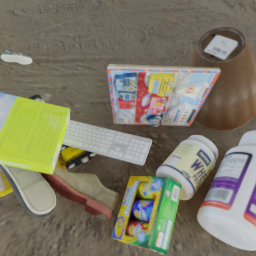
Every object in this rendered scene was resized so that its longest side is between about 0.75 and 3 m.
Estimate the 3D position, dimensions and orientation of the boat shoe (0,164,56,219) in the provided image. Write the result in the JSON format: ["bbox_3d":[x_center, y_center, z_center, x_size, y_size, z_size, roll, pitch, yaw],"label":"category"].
[{"bbox_3d":[-2.622,0.991,6.758,0.906,0.772,2.709,-20,67,-37],"label":"boat shoe"}]

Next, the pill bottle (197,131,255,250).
[{"bbox_3d":[2.745,1.328,6.511,1.410,1.410,2.530,28,63,16],"label":"pill bottle"}]

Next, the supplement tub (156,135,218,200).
[{"bbox_3d":[1.482,0.943,6.918,1.024,1.024,1.412,36,63,20],"label":"supplement tub"}]

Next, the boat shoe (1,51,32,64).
[{"bbox_3d":[-3.733,-2.419,9.450,1.107,0.403,0.342,8,62,11],"label":"boat shoe"}]

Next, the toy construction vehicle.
[{"bbox_3d":[-2.480,0.490,7.481,2.641,0.930,2.299,-30,74,-14],"label":"toy construction vehicle"}]

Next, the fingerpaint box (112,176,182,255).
[{"bbox_3d":[0.405,1.853,6.207,1.244,0.547,1.491,-9,54,49],"label":"fingerpaint box"}]

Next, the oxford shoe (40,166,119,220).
[{"bbox_3d":[-1.175,1.372,6.764,2.050,0.722,0.767,35,57,-1],"label":"oxford shoe"}]

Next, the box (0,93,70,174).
[{"bbox_3d":[-2.829,-0.004,6.381,2.656,0.633,1.620,13,54,-5],"label":"box"}]

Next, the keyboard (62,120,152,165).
[{"bbox_3d":[-0.837,0.277,6.963,2.768,0.148,0.779,13,45,14],"label":"keyboard"}]

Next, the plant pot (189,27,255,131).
[{"bbox_3d":[2.449,-1.388,7.395,2.158,2.309,2.158,-8,61,14],"label":"plant pot"}]

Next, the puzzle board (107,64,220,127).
[{"bbox_3d":[0.698,-0.603,6.839,2.232,2.962,0.258,3,70,1],"label":"puzzle board"}]
